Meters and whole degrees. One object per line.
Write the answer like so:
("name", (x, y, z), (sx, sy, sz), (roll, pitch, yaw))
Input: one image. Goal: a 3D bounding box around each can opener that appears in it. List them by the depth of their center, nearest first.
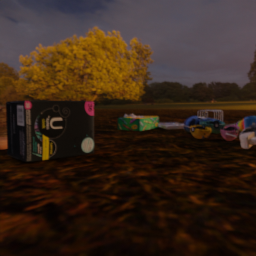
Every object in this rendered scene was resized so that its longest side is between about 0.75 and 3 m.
("can opener", (5.164, 0.326, 9.996), (2.426, 0.647, 0.811), (0, 38, -10))

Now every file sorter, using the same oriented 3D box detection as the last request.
("file sorter", (4.752, -0.548, 16.156), (1.061, 0.953, 1.530), (5, 7, 36))

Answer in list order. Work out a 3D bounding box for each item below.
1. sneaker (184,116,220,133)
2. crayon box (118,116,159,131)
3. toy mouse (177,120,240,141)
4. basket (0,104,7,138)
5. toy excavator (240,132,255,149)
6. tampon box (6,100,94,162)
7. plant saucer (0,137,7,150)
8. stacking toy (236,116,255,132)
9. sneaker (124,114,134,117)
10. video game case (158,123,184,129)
("sneaker", (3.542, -0.143, 13.027), (2.089, 0.773, 0.859), (-4, 9, -26))
("crayon box", (0.571, -0.257, 14.681), (1.286, 0.631, 2.166), (3, 7, 32))
("toy mouse", (3.587, 0.105, 11.023), (2.238, 0.487, 2.518), (-10, 15, -29))
("basket", (-4.621, -0.350, 11.584), (1.954, 1.394, 1.455), (-4, 6, -28))
("toy excavator", (4.883, 0.231, 8.401), (2.227, 1.112, 2.165), (-12, 9, -24))
("tampon box", (-2.053, 0.006, 7.540), (1.982, 1.486, 1.251), (-5, 7, -42))
("plant saucer", (-4.461, 0.492, 9.053), (1.595, 0.257, 1.595), (1, 6, 0))
("stacking toy", (5.436, -0.073, 13.210), (0.839, 0.794, 1.446), (-5, -5, -16))
("sneaker", (0.349, -0.661, 19.334), (1.377, 0.556, 0.527), (3, 5, 18))
("video game case", (2.471, -0.125, 15.722), (1.489, 0.187, 2.079), (-2, 6, -13))
